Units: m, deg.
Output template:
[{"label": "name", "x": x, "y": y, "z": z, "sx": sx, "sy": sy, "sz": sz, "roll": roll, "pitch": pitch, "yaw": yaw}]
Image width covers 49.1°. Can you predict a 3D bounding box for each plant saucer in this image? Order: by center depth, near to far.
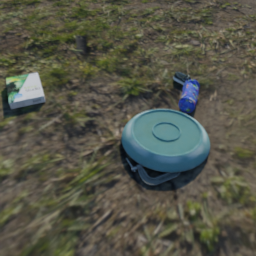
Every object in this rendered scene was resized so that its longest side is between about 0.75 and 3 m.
[{"label": "plant saucer", "x": 1.235, "y": 0.219, "z": 9.143, "sx": 2.904, "sy": 0.398, "sz": 2.904, "roll": 2, "pitch": 40, "yaw": -1}]

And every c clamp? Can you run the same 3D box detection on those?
[{"label": "c clamp", "x": 0.793, "y": 1.152, "z": 8.396, "sx": 1.439, "sy": 0.195, "sz": 1.229, "roll": -13, "pitch": 45, "yaw": -13}]

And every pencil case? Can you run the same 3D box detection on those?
[{"label": "pencil case", "x": 2.301, "y": -1.243, "z": 10.608, "sx": 0.604, "sy": 0.672, "sz": 1.548, "roll": -26, "pitch": 27, "yaw": 38}]

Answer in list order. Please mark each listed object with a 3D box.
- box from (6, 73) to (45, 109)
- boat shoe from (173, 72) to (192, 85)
[{"label": "box", "x": -4.101, "y": -1.516, "z": 11.135, "sx": 1.301, "sy": 0.328, "sz": 1.803, "roll": -15, "pitch": 44, "yaw": -16}, {"label": "boat shoe", "x": 2.380, "y": -2.004, "z": 11.599, "sx": 1.128, "sy": 0.400, "sz": 0.407, "roll": 26, "pitch": 49, "yaw": 25}]
